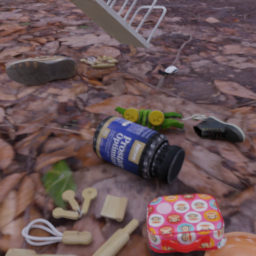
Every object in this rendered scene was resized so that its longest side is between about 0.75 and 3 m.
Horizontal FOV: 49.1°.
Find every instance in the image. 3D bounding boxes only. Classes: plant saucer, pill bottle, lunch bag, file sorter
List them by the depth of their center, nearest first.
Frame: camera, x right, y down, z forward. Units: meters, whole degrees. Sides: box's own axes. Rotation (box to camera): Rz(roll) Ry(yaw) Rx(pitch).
[{"bbox_3d":[2.084,2.525,4.782,1.574,0.295,1.574,-2,32,1],"label":"plant saucer"},{"bbox_3d":[1.069,1.840,5.314,1.431,0.586,1.260,-6,21,7],"label":"lunch bag"},{"bbox_3d":[0.261,0.545,6.925,2.108,1.179,1.179,21,40,28],"label":"pill bottle"},{"bbox_3d":[-0.306,-4.716,10.655,2.985,1.859,2.071,30,1,-41],"label":"file sorter"}]

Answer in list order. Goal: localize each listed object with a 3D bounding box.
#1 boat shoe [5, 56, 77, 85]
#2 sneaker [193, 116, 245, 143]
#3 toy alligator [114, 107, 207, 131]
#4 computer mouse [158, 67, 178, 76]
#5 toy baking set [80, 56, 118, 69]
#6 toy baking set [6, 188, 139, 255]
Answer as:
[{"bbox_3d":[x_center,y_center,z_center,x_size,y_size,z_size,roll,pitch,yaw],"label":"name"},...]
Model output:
[{"bbox_3d":[-3.540,-2.418,11.484,2.817,1.067,1.011,-9,31,-29],"label":"boat shoe"},{"bbox_3d":[2.604,0.179,8.128,0.757,0.533,1.425,-25,32,-23],"label":"sneaker"},{"bbox_3d":[0.925,-0.186,8.434,2.778,0.667,0.921,6,3,10],"label":"toy alligator"},{"bbox_3d":[1.791,-2.520,12.249,0.949,0.208,0.521,-27,42,-34],"label":"computer mouse"},{"bbox_3d":[-1.355,-3.053,13.076,1.695,0.197,1.301,-8,33,-12],"label":"toy baking set"},{"bbox_3d":[-1.021,2.082,5.537,1.872,0.284,2.439,20,39,31],"label":"toy baking set"}]
